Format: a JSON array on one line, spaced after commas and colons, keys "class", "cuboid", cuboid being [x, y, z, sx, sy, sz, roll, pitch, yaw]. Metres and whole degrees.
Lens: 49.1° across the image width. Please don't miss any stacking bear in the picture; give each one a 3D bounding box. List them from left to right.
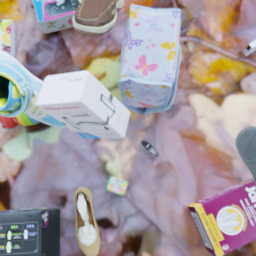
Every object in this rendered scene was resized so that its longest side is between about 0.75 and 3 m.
[{"class": "stacking bear", "cuboid": [-3.522, -0.483, 9.467, 1.683, 0.957, 1.022, -19, 57, 5]}]

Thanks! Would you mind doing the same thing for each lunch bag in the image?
[{"class": "lunch bag", "cuboid": [0.706, -1.910, 8.792, 1.837, 2.889, 2.450, 8, 75, 2]}]

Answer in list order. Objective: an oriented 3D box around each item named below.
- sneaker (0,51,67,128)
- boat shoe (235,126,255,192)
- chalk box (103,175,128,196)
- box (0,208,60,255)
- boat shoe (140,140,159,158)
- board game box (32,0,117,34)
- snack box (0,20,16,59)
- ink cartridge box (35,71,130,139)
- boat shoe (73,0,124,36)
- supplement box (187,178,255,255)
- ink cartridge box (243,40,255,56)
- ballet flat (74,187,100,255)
[{"class": "sneaker", "cuboid": [-2.371, -0.558, 6.766, 2.774, 1.811, 1.103, 36, 103, -30]}, {"class": "boat shoe", "cuboid": [2.866, 1.051, 5.428, 0.748, 0.859, 2.331, 12, 50, -42]}, {"class": "chalk box", "cuboid": [-0.434, 1.845, 9.052, 0.787, 0.490, 0.487, 17, 76, 6]}, {"class": "box", "cuboid": [-2.938, 3.696, 7.719, 1.751, 2.092, 2.817, -4, 75, -1]}, {"class": "boat shoe", "cuboid": [0.731, 0.692, 9.485, 0.286, 0.234, 0.775, -42, 79, -10]}, {"class": "board game box", "cuboid": [-2.095, -5.031, 10.487, 2.900, 0.932, 2.139, -17, 85, -3]}, {"class": "snack box", "cuboid": [-4.900, -3.032, 10.334, 1.328, 0.495, 1.868, -4, 75, -1]}, {"class": "ink cartridge box", "cuboid": [-0.915, -0.406, 5.999, 1.219, 1.669, 0.704, -1, 64, 32]}, {"class": "boat shoe", "cuboid": [-0.704, -3.171, 6.806, 1.004, 1.005, 2.717, 8, 41, 3]}, {"class": "supplement box", "cuboid": [3.221, 2.631, 8.470, 2.329, 1.202, 1.525, -22, 76, -6]}, {"class": "ink cartridge box", "cuboid": [4.841, -3.138, 10.323, 1.168, 0.581, 0.229, -31, 76, -9]}, {"class": "ballet flat", "cuboid": [-1.360, 2.919, 8.666, 0.740, 0.680, 2.157, -13, 76, -4]}]
